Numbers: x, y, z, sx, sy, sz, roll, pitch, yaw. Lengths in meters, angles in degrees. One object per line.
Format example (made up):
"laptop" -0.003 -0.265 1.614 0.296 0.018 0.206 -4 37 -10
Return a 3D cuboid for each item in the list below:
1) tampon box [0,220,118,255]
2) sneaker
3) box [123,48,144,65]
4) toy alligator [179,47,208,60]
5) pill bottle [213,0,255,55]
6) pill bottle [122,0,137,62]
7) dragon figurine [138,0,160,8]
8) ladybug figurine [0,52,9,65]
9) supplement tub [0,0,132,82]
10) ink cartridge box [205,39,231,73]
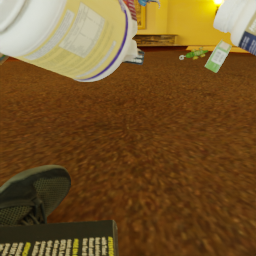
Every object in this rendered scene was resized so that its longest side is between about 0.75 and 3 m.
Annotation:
"tampon box" -1.015 1.608 1.756 1.987 1.489 1.255 -2 20 -5
"sneaker" -1.376 1.335 3.456 1.373 0.916 2.397 15 28 31
"box" -0.471 -2.963 10.773 1.713 0.496 2.155 4 22 -15
"toy alligator" 2.130 -2.383 9.082 0.938 0.311 0.225 -15 7 17
"pill bottle" 3.833 -2.745 7.724 2.687 1.492 1.492 33 31 17
"pill bottle" -0.503 -3.110 7.541 1.391 2.540 1.391 -10 5 1
"dragon figurine" 0.579 -4.222 9.102 0.378 1.283 0.638 -39 -4 -35
"ladybug figurine" -3.375 -2.325 7.179 2.656 0.955 1.803 -35 22 22
"supplement tub" -1.461 -2.195 5.399 2.094 2.094 2.880 13 1 32
"ink cartridge box" 3.031 -2.424 9.299 0.423 0.741 1.427 31 34 9
